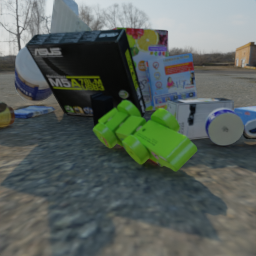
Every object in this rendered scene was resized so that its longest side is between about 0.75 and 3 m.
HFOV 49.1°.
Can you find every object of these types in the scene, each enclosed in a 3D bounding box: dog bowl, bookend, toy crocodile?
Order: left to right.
[{"bbox_3d":[-0.471,-0.414,7.501,0.975,0.981,0.452,10,27,37],"label":"bookend"},{"bbox_3d":[0.194,0.155,5.626,0.990,0.906,2.933,-45,33,-17],"label":"toy crocodile"},{"bbox_3d":[2.106,-0.020,6.175,0.779,0.779,0.307,0,22,0],"label":"dog bowl"}]

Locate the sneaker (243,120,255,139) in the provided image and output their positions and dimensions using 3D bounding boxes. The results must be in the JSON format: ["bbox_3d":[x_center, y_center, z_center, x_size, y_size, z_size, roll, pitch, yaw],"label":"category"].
[{"bbox_3d":[3.260,-0.060,6.322,1.313,0.480,0.734,-11,-13,12],"label":"sneaker"}]

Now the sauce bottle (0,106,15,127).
[{"bbox_3d":[-3.984,-0.265,7.457,0.642,0.642,1.946,7,8,26],"label":"sauce bottle"}]

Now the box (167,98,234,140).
[{"bbox_3d":[1.773,-0.233,6.980,1.630,0.951,0.490,-3,16,-20],"label":"box"}]

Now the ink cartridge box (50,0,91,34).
[{"bbox_3d":[-1.785,-3.204,9.092,0.442,1.497,1.870,-32,72,-37],"label":"ink cartridge box"}]

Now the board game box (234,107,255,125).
[{"bbox_3d":[4.868,-0.303,8.111,2.822,0.516,2.135,-8,15,-30],"label":"board game box"}]

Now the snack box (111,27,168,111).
[{"bbox_3d":[0.441,-2.168,10.613,2.128,2.993,0.793,-5,12,-22],"label":"snack box"}]

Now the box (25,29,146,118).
[{"bbox_3d":[-1.155,-1.493,8.493,2.968,2.867,0.705,6,52,22],"label":"box"}]

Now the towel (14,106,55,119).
[{"bbox_3d":[-3.574,-0.596,10.131,1.159,0.188,1.578,4,14,21],"label":"towel"}]

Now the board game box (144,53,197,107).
[{"bbox_3d":[1.554,-1.741,10.207,1.688,1.653,0.472,-11,12,-9],"label":"board game box"}]

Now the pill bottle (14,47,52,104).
[{"bbox_3d":[-3.706,-1.979,11.252,1.588,1.588,2.861,-6,-12,-24],"label":"pill bottle"}]

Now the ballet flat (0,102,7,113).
[{"bbox_3d":[-3.292,-0.446,6.988,0.313,0.216,0.930,13,-32,-39],"label":"ballet flat"}]
